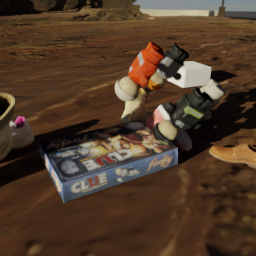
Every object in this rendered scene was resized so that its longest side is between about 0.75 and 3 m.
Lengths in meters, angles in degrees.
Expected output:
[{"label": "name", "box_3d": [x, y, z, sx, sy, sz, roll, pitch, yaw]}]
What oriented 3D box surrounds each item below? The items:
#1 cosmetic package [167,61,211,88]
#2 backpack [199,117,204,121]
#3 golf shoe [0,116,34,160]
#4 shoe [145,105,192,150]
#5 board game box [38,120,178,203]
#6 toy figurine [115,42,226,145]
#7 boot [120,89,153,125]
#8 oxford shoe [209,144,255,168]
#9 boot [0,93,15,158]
[{"label": "cosmetic package", "box_3d": [2.696, -2.405, 12.501, 1.361, 0.837, 1.357, -10, 27, -21]}, {"label": "backpack", "box_3d": [1.762, -0.479, 8.040, 0.849, 0.808, 0.654, 6, 68, 40]}, {"label": "golf shoe", "box_3d": [-3.114, 0.276, 6.872, 0.661, 0.804, 1.756, 14, 28, 24]}, {"label": "shoe", "box_3d": [1.050, 0.138, 7.513, 0.565, 0.720, 1.582, 22, 31, -47]}, {"label": "board game box", "box_3d": [-0.478, 0.604, 6.550, 2.736, 0.473, 1.854, -14, 29, -26]}, {"label": "toy figurine", "box_3d": [1.024, -0.851, 6.780, 2.190, 1.523, 2.156, 47, 32, 10]}, {"label": "boot", "box_3d": [0.384, -0.633, 8.246, 1.371, 1.066, 0.499, -11, 29, -43]}, {"label": "oxford shoe", "box_3d": [2.638, 0.568, 6.654, 1.359, 0.484, 0.485, 9, 28, 23]}, {"label": "boot", "box_3d": [-3.098, 0.412, 5.075, 0.854, 1.833, 2.370, 44, 52, 3]}]
